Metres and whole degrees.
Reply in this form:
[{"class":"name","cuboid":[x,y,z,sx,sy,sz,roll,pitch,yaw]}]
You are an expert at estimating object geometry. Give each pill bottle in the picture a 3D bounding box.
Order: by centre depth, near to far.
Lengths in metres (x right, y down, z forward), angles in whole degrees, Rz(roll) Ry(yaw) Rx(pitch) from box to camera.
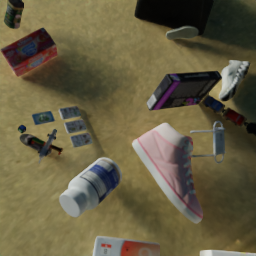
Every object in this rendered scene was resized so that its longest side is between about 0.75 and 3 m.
[{"class":"pill bottle","cuboid":[-0.933,1.498,7.111,0.883,0.883,1.592,37,41,14]}]

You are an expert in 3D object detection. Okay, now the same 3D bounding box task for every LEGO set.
[{"class":"LEGO set","cuboid":[-2.168,0.158,8.227,1.879,0.461,1.403,-14,66,-29]}]

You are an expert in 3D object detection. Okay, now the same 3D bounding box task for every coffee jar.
[{"class":"coffee jar","cuboid":[-3.907,-3.962,9.587,0.529,1.014,0.433,46,40,14]}]

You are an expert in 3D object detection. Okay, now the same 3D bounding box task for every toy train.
[{"class":"toy train","cuboid":[3.155,-0.336,8.402,2.204,0.505,0.376,35,103,14]}]

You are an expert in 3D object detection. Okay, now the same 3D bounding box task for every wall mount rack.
[{"class":"wall mount rack","cuboid":[2.136,0.384,7.344,0.979,0.420,1.127,-7,97,-32]}]

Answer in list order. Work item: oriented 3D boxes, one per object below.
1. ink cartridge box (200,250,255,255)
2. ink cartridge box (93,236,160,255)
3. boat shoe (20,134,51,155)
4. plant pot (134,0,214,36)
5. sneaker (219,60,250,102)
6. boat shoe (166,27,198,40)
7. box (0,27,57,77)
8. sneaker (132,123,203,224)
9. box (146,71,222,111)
[{"class":"ink cartridge box","cuboid":[2.479,3.504,6.401,1.915,1.231,1.199,5,64,3]},{"class":"ink cartridge box","cuboid":[-0.117,3.742,6.731,1.620,0.501,1.997,6,66,2]},{"class":"boat shoe","cuboid":[-2.739,0.434,8.227,1.103,0.314,0.369,28,70,11]},{"class":"plant pot","cuboid":[1.835,-5.209,9.538,2.599,2.306,2.593,19,68,9]},{"class":"sneaker","cuboid":[3.245,-1.524,8.955,0.683,0.633,1.685,27,65,22]},{"class":"boat shoe","cuboid":[1.860,-3.267,9.640,1.093,0.408,0.340,-2,30,22]},{"class":"box","cuboid":[-3.175,-2.458,9.125,1.567,0.781,0.748,-34,85,-14]},{"class":"sneaker","cuboid":[1.393,1.037,7.393,1.416,1.020,2.709,-38,71,7]},{"class":"box","cuboid":[1.592,-1.063,8.000,1.849,1.322,0.334,-8,63,-28]}]
